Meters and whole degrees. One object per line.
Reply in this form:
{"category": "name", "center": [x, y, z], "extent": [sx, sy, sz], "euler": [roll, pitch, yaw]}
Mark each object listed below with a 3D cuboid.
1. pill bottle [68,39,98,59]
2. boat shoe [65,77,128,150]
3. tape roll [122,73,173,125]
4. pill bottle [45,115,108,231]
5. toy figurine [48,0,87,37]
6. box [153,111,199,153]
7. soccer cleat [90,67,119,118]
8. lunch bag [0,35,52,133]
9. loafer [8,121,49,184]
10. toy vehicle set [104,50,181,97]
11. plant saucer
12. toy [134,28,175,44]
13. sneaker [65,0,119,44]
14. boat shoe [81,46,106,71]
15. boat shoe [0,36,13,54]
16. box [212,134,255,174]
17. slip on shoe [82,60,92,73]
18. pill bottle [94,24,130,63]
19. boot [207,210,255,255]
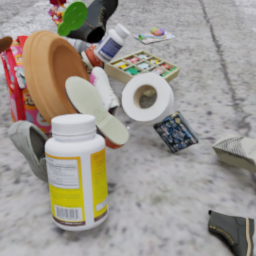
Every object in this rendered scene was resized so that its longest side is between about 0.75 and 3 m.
{"category": "pill bottle", "center": [-1.825, -3.465, 12.180], "extent": [1.622, 0.940, 0.940], "euler": [27, 47, 30]}
{"category": "boat shoe", "center": [-0.776, -0.303, 6.409], "extent": [0.692, 0.608, 1.943], "euler": [-41, 89, -28]}
{"category": "tape roll", "center": [0.506, -0.755, 7.349], "extent": [1.314, 0.459, 1.314], "euler": [-5, 78, 22]}
{"category": "pill bottle", "center": [-1.054, 0.880, 5.824], "extent": [1.206, 2.208, 1.206], "euler": [-1, 13, 0]}
{"category": "toy figurine", "center": [-2.037, -3.538, 8.535], "extent": [1.112, 0.907, 1.209], "euler": [42, 94, 22]}
{"category": "box", "center": [1.277, 0.134, 7.478], "extent": [0.813, 1.023, 0.235], "euler": [-28, 23, 31]}
{"category": "soccer cleat", "center": [-0.520, -0.765, 7.073], "extent": [0.711, 1.646, 0.575], "euler": [-10, -5, 40]}
{"category": "lunch bag", "center": [-3.041, -1.430, 8.412], "extent": [1.200, 2.581, 2.930], "euler": [-10, 38, -24]}
{"category": "loafer", "center": [-1.912, 0.656, 6.345], "extent": [0.681, 1.950, 0.682], "euler": [-2, 44, 33]}
{"category": "toy vehicle set", "center": [0.560, -1.904, 9.274], "extent": [1.644, 0.351, 2.646], "euler": [29, 33, 15]}
{"category": "plant saucer", "center": [-1.806, -1.346, 8.042], "extent": [0.558, 2.984, 2.984], "euler": [-14, 36, 18]}
{"category": "toy", "center": [1.353, -4.755, 14.111], "extent": [1.888, 0.446, 1.087], "euler": [-21, 45, -23]}
{"category": "sneaker", "center": [-0.930, -3.677, 9.619], "extent": [1.338, 0.942, 2.519], "euler": [32, 66, 30]}
{"category": "boat shoe", "center": [-0.966, -2.422, 9.756], "extent": [0.761, 0.866, 2.433], "euler": [-30, 4, 7]}
{"category": "boat shoe", "center": [-3.540, -2.223, 7.688], "extent": [0.927, 0.326, 0.326], "euler": [-36, 41, 8]}
{"category": "box", "center": [2.789, 0.603, 6.791], "extent": [0.633, 0.527, 1.540], "euler": [-37, 16, -12]}
{"category": "slip on shoe", "center": [-1.677, -2.514, 11.489], "extent": [1.307, 0.497, 0.396], "euler": [14, 1, 28]}
{"category": "pill bottle", "center": [-0.426, -2.299, 7.608], "extent": [0.556, 1.001, 0.556], "euler": [35, 28, -22]}
{"category": "boot", "center": [2.004, 2.300, 5.669], "extent": [0.950, 0.532, 1.373], "euler": [11, 28, 19]}
